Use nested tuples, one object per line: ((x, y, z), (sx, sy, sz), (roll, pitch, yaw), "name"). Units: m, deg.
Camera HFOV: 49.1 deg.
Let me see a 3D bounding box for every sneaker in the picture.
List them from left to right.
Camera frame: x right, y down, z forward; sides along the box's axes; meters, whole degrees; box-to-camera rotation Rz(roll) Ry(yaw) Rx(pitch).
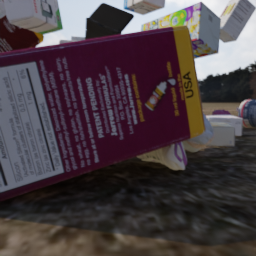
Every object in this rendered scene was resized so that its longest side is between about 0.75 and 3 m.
((0.457, 0.382, 4.282), (0.749, 0.563, 1.503), (-15, 2, 2), "sneaker")

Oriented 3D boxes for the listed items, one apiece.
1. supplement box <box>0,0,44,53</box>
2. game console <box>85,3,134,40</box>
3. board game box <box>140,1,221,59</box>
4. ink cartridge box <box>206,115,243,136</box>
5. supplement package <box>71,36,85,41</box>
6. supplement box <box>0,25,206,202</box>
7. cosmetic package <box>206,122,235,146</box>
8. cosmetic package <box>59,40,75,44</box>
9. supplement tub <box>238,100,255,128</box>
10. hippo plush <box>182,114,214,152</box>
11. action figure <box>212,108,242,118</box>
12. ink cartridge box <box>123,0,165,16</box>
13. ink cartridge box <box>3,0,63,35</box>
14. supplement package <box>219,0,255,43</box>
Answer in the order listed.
((-3.805, -2.903, 8.462), (1.758, 1.734, 1.168), (-39, 19, -8), "supplement box")
((-0.762, -3.857, 10.952), (1.670, 1.469, 0.972), (31, 43, 23), "game console")
((1.001, -1.802, 5.653), (0.763, 0.749, 1.454), (13, -11, -43), "board game box")
((2.789, -0.092, 8.472), (0.939, 0.545, 1.272), (0, 7, 6), "ink cartridge box")
((-1.502, -2.679, 12.587), (1.819, 2.415, 1.833), (5, 9, 6), "supplement package")
((-0.643, -0.278, 3.503), (2.599, 1.341, 1.702), (-16, 12, -20), "supplement box")
((2.089, 0.127, 6.701), (0.656, 0.444, 1.248), (1, 5, 7), "cosmetic package")
((-0.972, -1.581, 10.269), (2.882, 2.376, 2.378), (7, -4, 6), "cosmetic package")
((4.812, -0.485, 9.921), (1.048, 1.048, 1.494), (-3, 6, -33), "supplement tub")
((0.445, -0.069, 5.129), (1.673, 1.657, 2.081), (-29, -21, 1), "hippo plush")
((3.402, -0.163, 9.589), (0.903, 1.003, 1.347), (-15, 26, -4), "action figure")
((0.475, -3.752, 8.285), (0.798, 0.461, 1.093), (4, 6, -32), "ink cartridge box")
((-2.235, -2.950, 6.652), (0.648, 1.125, 1.541), (-8, 8, 12), "ink cartridge box")
((3.101, -3.192, 8.294), (0.622, 1.135, 0.646), (31, 0, -19), "supplement package")
